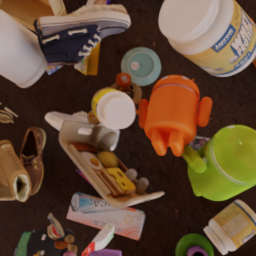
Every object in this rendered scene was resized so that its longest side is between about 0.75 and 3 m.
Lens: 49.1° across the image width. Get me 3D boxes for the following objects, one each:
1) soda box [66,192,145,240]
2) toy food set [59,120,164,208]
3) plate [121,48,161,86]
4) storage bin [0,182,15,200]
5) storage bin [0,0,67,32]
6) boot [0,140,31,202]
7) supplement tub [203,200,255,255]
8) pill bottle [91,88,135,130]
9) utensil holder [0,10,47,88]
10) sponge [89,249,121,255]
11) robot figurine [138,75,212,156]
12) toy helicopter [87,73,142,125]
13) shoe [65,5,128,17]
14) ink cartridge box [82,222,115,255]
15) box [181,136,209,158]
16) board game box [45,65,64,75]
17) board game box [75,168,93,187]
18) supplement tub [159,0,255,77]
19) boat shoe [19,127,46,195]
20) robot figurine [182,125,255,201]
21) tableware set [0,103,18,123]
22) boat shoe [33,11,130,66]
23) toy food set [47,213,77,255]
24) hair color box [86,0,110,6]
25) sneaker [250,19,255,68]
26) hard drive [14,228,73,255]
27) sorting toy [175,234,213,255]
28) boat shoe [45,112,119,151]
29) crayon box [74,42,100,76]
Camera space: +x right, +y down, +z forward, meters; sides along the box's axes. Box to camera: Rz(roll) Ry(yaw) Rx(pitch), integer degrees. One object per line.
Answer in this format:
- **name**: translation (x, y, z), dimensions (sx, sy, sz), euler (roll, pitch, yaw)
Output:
- **soda box**: translation (-0.784, 3.189, 10.240), dimensions (2.699, 0.858, 0.923), euler (16, 83, 1)
- **toy food set**: translation (-0.387, 0.912, 7.727), dimensions (2.862, 2.054, 0.865), euler (45, 105, 25)
- **plate**: translation (0.519, -2.496, 11.270), dimensions (1.618, 0.207, 1.618), euler (0, 84, -1)
- **storage bin**: translation (-4.708, 2.163, 10.549), dimensions (1.054, 0.494, 1.046), euler (-1, 84, 0)
- **storage bin**: translation (-3.920, -4.943, 10.251), dimensions (2.834, 2.855, 1.338), euler (29, 82, 3)
- **boot**: translation (-2.947, 1.305, 7.147), dimensions (0.572, 1.730, 1.515), euler (-18, 126, -30)
- **supplement tub**: translation (3.700, 3.553, 10.001), dimensions (1.707, 1.235, 1.235), euler (-37, 84, -3)
- **pill bottle**: translation (-0.393, -0.508, 7.416), dimensions (0.987, 1.774, 0.987), euler (-3, 102, -14)
- **utensil holder**: translation (-3.456, -2.303, 8.019), dimensions (1.604, 1.888, 1.604), euler (-20, 55, 31)
- **sponge**: translation (-0.612, 3.447, 7.353), dimensions (0.891, 0.133, 0.497), euler (-1, 92, 17)
- **robot figurine**: translation (1.250, -0.454, 8.004), dimensions (1.452, 1.791, 2.490), euler (27, 59, -23)
- **toy helicopter**: translation (-0.392, -0.723, 9.171), dimensions (2.114, 0.834, 1.398), euler (-39, 78, -20)
- **shoe**: translation (-1.384, -4.383, 11.183), dimensions (2.763, 0.966, 0.738), euler (-10, 72, -6)
- **ink cartridge box**: translation (-0.684, 2.691, 6.470), dimensions (0.229, 0.735, 0.913), euler (32, 55, 17)
- **box**: translation (2.469, 0.753, 10.334), dimensions (0.721, 1.257, 0.830), euler (11, 83, 1)
- **board game box**: translation (-2.958, -2.751, 11.303), dimensions (1.113, 0.192, 0.753), euler (-34, 84, -4)
- **board game box**: translation (-1.429, 1.754, 10.781), dimensions (1.045, 0.169, 0.627), euler (41, 89, 4)
- **supplement tub**: translation (2.470, -2.926, 8.468), dimensions (2.047, 2.830, 2.047), euler (-16, 67, 42)
- **boat shoe**: translation (-3.685, 1.215, 10.471), dimensions (0.927, 0.870, 2.575), euler (4, 83, 0)
- **robot figurine**: translation (2.798, 1.042, 7.966), dimensions (2.524, 2.877, 1.664), euler (2, 60, -16)
- **tableware set**: translation (-3.601, -0.430, 7.516), dimensions (0.713, 1.078, 0.216), euler (-14, 50, 28)
- **boat shoe**: translation (-1.160, -2.384, 7.700), dimensions (2.626, 0.980, 1.218), euler (-9, 88, -10)
- **toy food set**: translation (-1.691, 3.037, 7.442), dimensions (0.234, 0.944, 1.484), euler (-27, 110, 3)
- **hair color box**: translation (-1.147, -5.366, 11.508), dimensions (0.750, 0.444, 1.371), euler (19, 85, 2)
- **sneaker**: translation (5.309, -3.088, 10.975), dimensions (1.108, 1.048, 2.872), euler (-33, 95, 1)
- **hard drive**: translation (-2.617, 3.749, 8.261), dimensions (2.025, 0.383, 1.415), euler (-16, 44, 30)
- **sorting toy**: translation (2.010, 5.145, 9.849), dimensions (2.790, 1.145, 1.676), euler (-40, 84, -5)
- **boat shoe**: translation (-1.694, -0.088, 10.627), dimensions (2.844, 1.024, 0.974), euler (21, 67, 6)
- **crayon box**: translation (-1.331, -2.340, 9.110), dimensions (0.439, 1.703, 1.071), euler (0, 110, -23)
